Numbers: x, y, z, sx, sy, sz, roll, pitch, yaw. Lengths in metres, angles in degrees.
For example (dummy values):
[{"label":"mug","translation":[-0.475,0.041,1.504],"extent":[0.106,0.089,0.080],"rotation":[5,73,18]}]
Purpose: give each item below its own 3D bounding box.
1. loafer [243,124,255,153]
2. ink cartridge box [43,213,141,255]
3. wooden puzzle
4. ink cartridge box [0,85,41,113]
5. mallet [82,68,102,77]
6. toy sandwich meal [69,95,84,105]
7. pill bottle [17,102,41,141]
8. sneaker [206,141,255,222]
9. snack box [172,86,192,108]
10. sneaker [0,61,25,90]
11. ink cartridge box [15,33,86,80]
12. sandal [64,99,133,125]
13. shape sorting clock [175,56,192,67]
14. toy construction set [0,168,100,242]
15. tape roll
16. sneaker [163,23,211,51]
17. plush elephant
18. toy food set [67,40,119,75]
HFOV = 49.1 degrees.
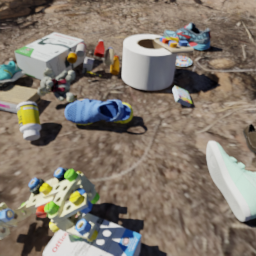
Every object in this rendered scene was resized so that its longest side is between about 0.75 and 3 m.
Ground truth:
[{"label":"loafer","translation":[3.872,0.309,8.666],"extent":[0.427,0.417,1.169],"rotation":[-2,40,-3]},{"label":"ink cartridge box","translation":[-0.701,2.558,5.771],"extent":[1.643,0.692,1.188],"rotation":[16,42,18]},{"label":"wooden puzzle","translation":[1.755,-3.218,10.626],"extent":[1.116,0.279,1.205],"rotation":[-12,45,-29]},{"label":"ink cartridge box","translation":[-4.031,-1.040,10.181],"extent":[1.311,0.492,1.080],"rotation":[12,39,15]},{"label":"mallet","translation":[-1.481,-2.282,11.509],"extent":[0.820,0.270,0.169],"rotation":[8,-2,-16]},{"label":"toy sandwich meal","translation":[-1.784,-0.976,10.183],"extent":[0.850,0.291,0.850],"rotation":[1,28,-1]},{"label":"pill bottle","translation":[-3.118,-0.201,8.842],"extent":[0.634,0.634,1.128],"rotation":[-11,71,-13]},{"label":"sneaker","translation":[2.987,1.197,7.268],"extent":[1.335,0.833,2.264],"rotation":[-14,51,-7]},{"label":"snack box","translation":[1.995,-1.162,10.395],"extent":[0.595,0.222,0.837],"rotation":[22,35,-19]},{"label":"sneaker","translation":[-4.820,-2.025,10.885],"extent":[0.788,0.810,2.035],"rotation":[-27,22,18]},{"label":"ink cartridge box","translation":[-3.312,-3.156,12.288],"extent":[1.827,1.035,2.492],"rotation":[20,43,22]},{"label":"sandal","translation":[-0.963,-0.565,9.110],"extent":[2.255,0.896,0.982],"rotation":[-4,-4,-1]},{"label":"shape sorting clock","translation":[2.453,-3.051,12.823],"extent":[0.933,0.183,0.933],"rotation":[1,38,-1]},{"label":"toy construction set","translation":[-1.746,1.697,5.977],"extent":[2.612,1.203,1.713],"rotation":[-12,37,15]},{"label":"tape roll","translation":[0.844,-2.676,11.281],"extent":[2.169,1.489,2.169],"rotation":[2,39,-2]},{"label":"sneaker","translation":[2.979,-4.761,14.092],"extent":[2.488,1.188,0.987],"rotation":[18,43,21]},{"label":"plush elephant","translation":[-2.586,-1.517,9.863],"extent":[1.033,1.098,1.334],"rotation":[5,4,-37]},{"label":"toy food set","translation":[-1.369,-3.078,11.796],"extent":[2.177,1.039,0.980],"rotation":[11,52,-9]}]
